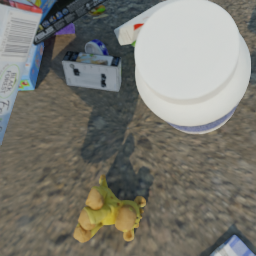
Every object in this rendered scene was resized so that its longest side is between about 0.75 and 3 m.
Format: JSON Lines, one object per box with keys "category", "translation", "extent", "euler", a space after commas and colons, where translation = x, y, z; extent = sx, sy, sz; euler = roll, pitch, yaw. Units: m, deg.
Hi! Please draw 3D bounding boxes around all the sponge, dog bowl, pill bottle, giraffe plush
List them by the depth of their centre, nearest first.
{"category": "pill bottle", "translation": [1.033, -0.772, 4.475], "extent": [1.588, 2.861, 1.588], "euler": [-1, 85, 16]}
{"category": "giraffe plush", "translation": [-0.287, 1.764, 5.748], "extent": [1.154, 1.228, 1.423], "euler": [22, 20, 4]}
{"category": "dog bowl", "translation": [-1.000, -2.399, 8.927], "extent": [0.779, 0.779, 0.307], "euler": [37, 58, 24]}
{"category": "sponge", "translation": [-3.021, -3.312, 9.424], "extent": [2.398, 0.358, 1.338], "euler": [-6, 22, -9]}

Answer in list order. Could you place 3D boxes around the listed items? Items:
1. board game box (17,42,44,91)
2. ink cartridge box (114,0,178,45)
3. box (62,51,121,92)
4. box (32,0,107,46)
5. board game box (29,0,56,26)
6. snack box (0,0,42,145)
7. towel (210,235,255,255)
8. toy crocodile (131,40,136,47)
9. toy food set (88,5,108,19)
{"category": "board game box", "translation": [-4.256, -2.033, 8.808], "extent": [2.822, 0.516, 2.135], "euler": [-2, 53, -1]}
{"category": "ink cartridge box", "translation": [0.674, -2.415, 6.235], "extent": [1.497, 0.442, 1.870], "euler": [-34, 25, -12]}
{"category": "box", "translation": [-1.027, -1.663, 8.280], "extent": [1.630, 0.951, 0.490], "euler": [8, 51, 8]}
{"category": "box", "translation": [-1.921, -3.852, 6.739], "extent": [2.968, 2.867, 0.705], "euler": [-33, 55, 2]}
{"category": "board game box", "translation": [-2.186, -2.582, 4.944], "extent": [1.688, 1.653, 0.472], "euler": [45, 32, -9]}
{"category": "snack box", "translation": [-2.546, -0.698, 3.828], "extent": [2.128, 2.993, 0.793], "euler": [38, 26, 20]}
{"category": "towel", "translation": [1.916, 2.921, 5.282], "extent": [1.578, 0.188, 1.159], "euler": [-30, 59, -21]}
{"category": "toy crocodile", "translation": [1.352, -2.092, 8.692], "extent": [2.933, 0.906, 0.990], "euler": [29, 18, 22]}
{"category": "toy food set", "translation": [-1.255, -4.690, 11.018], "extent": [0.707, 0.205, 1.024], "euler": [-20, 55, -14]}
